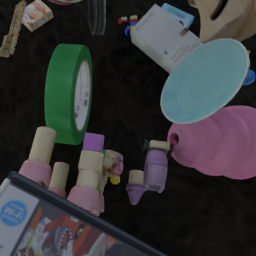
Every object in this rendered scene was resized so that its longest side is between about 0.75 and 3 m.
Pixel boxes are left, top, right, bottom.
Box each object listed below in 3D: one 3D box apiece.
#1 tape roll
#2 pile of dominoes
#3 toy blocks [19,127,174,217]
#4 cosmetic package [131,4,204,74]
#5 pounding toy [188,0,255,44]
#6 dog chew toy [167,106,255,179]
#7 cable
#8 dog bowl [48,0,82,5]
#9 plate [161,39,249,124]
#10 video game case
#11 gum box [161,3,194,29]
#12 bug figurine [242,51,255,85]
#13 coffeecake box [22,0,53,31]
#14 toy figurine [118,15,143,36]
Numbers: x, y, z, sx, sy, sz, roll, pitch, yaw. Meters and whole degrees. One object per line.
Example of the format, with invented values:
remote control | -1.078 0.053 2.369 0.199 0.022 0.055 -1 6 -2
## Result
tape roll | -1.365 -0.802 6.827 0.574 2.390 2.390 6 69 3
pile of dominoes | -2.853 -2.444 6.827 0.225 1.103 1.415 14 90 -35
toy blocks | -0.688 1.642 5.793 2.787 2.605 2.346 7 62 0
cosmetic package | 1.230 -2.369 8.088 2.198 0.814 1.117 41 86 7
pounding toy | 1.731 -3.187 6.167 1.637 1.643 2.863 -13 70 41
dog chew toy | 2.052 0.296 6.324 2.826 1.760 1.760 4 64 -35
cable | -0.496 -3.076 5.046 0.655 1.264 2.604 -11 88 -25
dog bowl | -1.379 -3.392 5.662 1.860 0.686 1.860 5 81 -38
plate | 1.260 -0.762 4.738 0.214 1.676 1.676 33 66 -32
video game case | -0.633 1.901 2.581 2.354 0.300 2.127 36 68 -19
gum box | 1.312 -3.261 8.917 1.069 0.280 1.259 30 72 11
bug figurine | 2.759 -1.559 4.981 0.635 1.915 2.469 33 99 -24
coffeecake box | -2.999 -3.640 9.040 0.885 0.323 0.680 -42 74 -15
toy figurine | 0.293 -3.139 8.876 1.156 0.610 0.693 -7 98 -2
